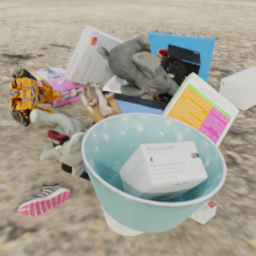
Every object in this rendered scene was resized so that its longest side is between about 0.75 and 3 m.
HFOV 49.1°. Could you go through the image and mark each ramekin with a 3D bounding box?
[{"bbox_3d":[0.030,1.794,6.241,1.244,0.653,1.244,0,31,0],"label":"ramekin"}]

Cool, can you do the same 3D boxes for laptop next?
[{"bbox_3d":[1.978,-2.314,10.571,1.318,1.488,0.768,14,9,-3],"label":"laptop"}]

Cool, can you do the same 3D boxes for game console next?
[{"bbox_3d":[-0.147,0.294,7.846,2.824,2.434,1.676,15,8,23],"label":"game console"}]

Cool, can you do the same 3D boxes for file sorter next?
[{"bbox_3d":[2.454,-3.467,13.344,2.936,2.037,1.801,10,30,12],"label":"file sorter"}]

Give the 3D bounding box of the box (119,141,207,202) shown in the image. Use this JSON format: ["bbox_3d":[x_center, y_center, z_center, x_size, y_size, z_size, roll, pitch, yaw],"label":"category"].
[{"bbox_3d":[0.626,0.884,5.423,1.193,1.199,0.784,-2,60,-25],"label":"box"}]

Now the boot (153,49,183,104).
[{"bbox_3d":[1.689,-1.794,10.881,0.925,1.903,2.527,-9,37,-20],"label":"boot"}]

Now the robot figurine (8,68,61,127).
[{"bbox_3d":[-2.897,-0.859,8.873,0.714,1.778,2.453,-3,-7,9],"label":"robot figurine"}]

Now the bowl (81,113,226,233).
[{"bbox_3d":[0.394,0.973,5.666,2.718,1.422,2.718,6,34,-4],"label":"bowl"}]

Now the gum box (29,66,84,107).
[{"bbox_3d":[-3.067,-1.797,11.968,1.433,0.835,2.525,-22,37,-32],"label":"gum box"}]

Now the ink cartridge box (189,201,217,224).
[{"bbox_3d":[1.533,1.798,6.385,0.758,0.317,0.547,21,22,41],"label":"ink cartridge box"}]

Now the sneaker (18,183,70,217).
[{"bbox_3d":[-2.030,1.670,6.662,1.232,0.455,0.539,-19,35,-35],"label":"sneaker"}]

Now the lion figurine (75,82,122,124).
[{"bbox_3d":[-0.617,-0.264,7.801,1.010,1.706,2.786,-26,28,-2],"label":"lion figurine"}]

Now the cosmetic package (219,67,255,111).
[{"bbox_3d":[5.002,-1.700,11.641,2.413,1.024,1.299,-24,40,-32],"label":"cosmetic package"}]

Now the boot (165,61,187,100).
[{"bbox_3d":[1.747,-1.621,10.000,0.510,1.377,1.128,20,77,48],"label":"boot"}]

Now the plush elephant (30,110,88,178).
[{"bbox_3d":[-1.633,0.471,7.251,1.851,1.524,1.433,-1,33,-2],"label":"plush elephant"}]

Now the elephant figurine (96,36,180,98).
[{"bbox_3d":[0.528,-1.703,8.891,1.970,1.797,2.539,-29,50,-1],"label":"elephant figurine"}]

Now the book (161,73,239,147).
[{"bbox_3d":[1.586,0.091,7.237,1.666,0.599,2.493,36,77,-3],"label":"book"}]

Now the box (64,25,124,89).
[{"bbox_3d":[-0.963,-2.609,11.190,2.670,2.082,0.550,5,32,-48],"label":"box"}]

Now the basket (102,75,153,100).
[{"bbox_3d":[0.112,-1.158,10.411,1.507,1.371,2.223,9,34,14],"label":"basket"}]

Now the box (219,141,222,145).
[{"bbox_3d":[1.941,0.011,8.867,1.524,0.961,1.550,-19,37,-29],"label":"box"}]
